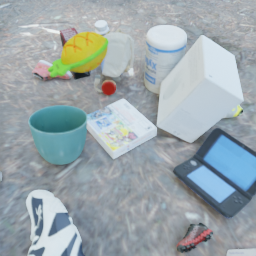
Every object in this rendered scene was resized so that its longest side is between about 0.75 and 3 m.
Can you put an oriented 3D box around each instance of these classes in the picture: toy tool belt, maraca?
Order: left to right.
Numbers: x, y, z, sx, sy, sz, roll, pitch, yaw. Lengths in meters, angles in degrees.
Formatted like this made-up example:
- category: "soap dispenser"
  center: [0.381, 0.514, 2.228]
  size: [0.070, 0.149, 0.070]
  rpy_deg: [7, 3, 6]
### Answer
- category: "maraca"
  center: [-1.303, -1.875, 7.318]
  size: [1.764, 0.944, 1.209]
  rpy_deg: [-33, 34, -5]
- category: "toy tool belt"
  center: [-0.472, -2.236, 9.456]
  size: [1.272, 2.038, 1.252]
  rpy_deg: [10, 24, -4]

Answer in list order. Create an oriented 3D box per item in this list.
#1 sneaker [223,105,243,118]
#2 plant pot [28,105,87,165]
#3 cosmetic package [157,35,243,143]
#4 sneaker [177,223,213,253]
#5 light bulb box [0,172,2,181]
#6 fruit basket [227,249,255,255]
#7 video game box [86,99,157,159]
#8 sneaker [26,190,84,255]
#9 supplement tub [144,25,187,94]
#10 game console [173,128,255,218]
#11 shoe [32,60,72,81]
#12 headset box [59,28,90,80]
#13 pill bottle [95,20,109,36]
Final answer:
- category: "sneaker"
  center: [3.137, -1.133, 9.069]
  size: [0.799, 0.789, 2.092]
  rpy_deg: [7, 57, -3]
- category: "plant pot"
  center: [-1.753, 0.244, 7.273]
  size: [1.428, 1.146, 1.428]
  rpy_deg: [2, 31, -1]
- category: "cosmetic package"
  center: [1.921, -1.056, 7.825]
  size: [1.249, 2.033, 2.026]
  rpy_deg: [25, 46, -15]
- category: "sneaker"
  center: [1.359, 2.314, 5.983]
  size: [0.892, 0.315, 0.436]
  rpy_deg: [-20, 48, -22]
- category: "light bulb box"
  center: [-4.557, 1.608, 5.680]
  size: [2.727, 1.717, 2.751]
  rpy_deg: [3, 47, 2]
- category: "fruit basket"
  center: [2.080, 2.861, 4.460]
  size: [1.023, 2.022, 2.183]
  rpy_deg: [39, 53, -13]
- category: "video game box"
  center: [-0.265, -0.038, 8.180]
  size: [1.520, 0.390, 1.668]
  rpy_deg: [-25, 50, -26]
- category: "sneaker"
  center: [-1.766, 2.536, 5.203]
  size: [1.814, 1.113, 2.788]
  rpy_deg: [-23, 60, -31]
- category: "supplement tub"
  center: [1.183, -2.223, 9.211]
  size: [1.269, 1.924, 1.269]
  rpy_deg: [0, 46, 0]
- category: "game console"
  center: [2.243, 0.990, 6.705]
  size: [1.476, 1.023, 1.729]
  rpy_deg: [-19, 46, -41]
- category: "shoe"
  center: [-2.722, -1.907, 9.957]
  size: [1.361, 0.486, 0.619]
  rpy_deg: [23, 67, 12]
- category: "headset box"
  center: [-1.968, -2.761, 10.207]
  size: [0.616, 1.220, 1.641]
  rpy_deg: [-18, 50, -14]
- category: "pill bottle"
  center: [-0.916, -3.357, 10.066]
  size: [0.506, 0.886, 0.506]
  rpy_deg: [-3, 55, 4]
